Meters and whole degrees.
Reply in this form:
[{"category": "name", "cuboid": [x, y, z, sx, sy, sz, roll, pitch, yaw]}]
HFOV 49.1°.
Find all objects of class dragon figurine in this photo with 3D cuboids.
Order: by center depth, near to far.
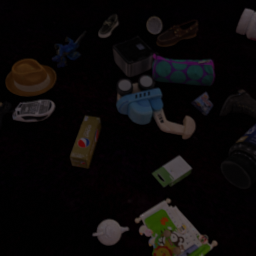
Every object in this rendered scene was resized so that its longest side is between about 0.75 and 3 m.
[{"category": "dragon figurine", "cuboid": [-2.875, -3.929, 14.192, 2.481, 0.730, 1.233, -35, 60, -23]}]

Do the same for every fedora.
[{"category": "fedora", "cuboid": [-4.565, -2.490, 12.973, 2.359, 0.962, 2.359, 0, 53, -1]}]

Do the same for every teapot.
[{"category": "teapot", "cuboid": [-0.567, 3.244, 8.720, 0.821, 0.608, 0.832, 40, 59, -2]}]

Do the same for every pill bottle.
[{"category": "pill bottle", "cuboid": [4.672, 0.880, 10.078, 2.771, 1.550, 1.550, -35, 61, -24]}, {"category": "pill bottle", "cuboid": [7.215, -5.262, 14.713, 2.643, 1.498, 1.498, 25, 57, 18]}]

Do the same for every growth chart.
[{"category": "growth chart", "cuboid": [1.449, 3.407, 9.023, 1.656, 0.203, 2.288, -34, 58, -24]}]

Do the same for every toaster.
[{"category": "toaster", "cuboid": [0.322, -3.446, 13.623, 1.555, 1.020, 1.719, -27, 58, -17]}]

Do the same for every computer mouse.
[{"category": "computer mouse", "cuboid": [-4.343, -0.582, 11.825, 2.628, 0.577, 1.441, -4, 48, 4]}]

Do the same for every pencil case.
[{"category": "pencil case", "cuboid": [2.492, -2.649, 12.828, 2.786, 1.287, 1.185, 5, 47, 8]}]

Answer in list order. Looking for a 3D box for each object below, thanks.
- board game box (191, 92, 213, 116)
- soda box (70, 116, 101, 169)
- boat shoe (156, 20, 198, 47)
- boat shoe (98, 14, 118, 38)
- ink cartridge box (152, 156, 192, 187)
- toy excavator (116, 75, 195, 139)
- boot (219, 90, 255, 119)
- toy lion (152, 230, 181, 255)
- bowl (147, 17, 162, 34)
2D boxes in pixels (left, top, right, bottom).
[{"category": "board game box", "cuboid": [3.296, -1.100, 12.141, 0.857, 0.264, 0.856, 41, 63, -3]}, {"category": "soda box", "cuboid": [-1.617, 0.526, 10.880, 0.645, 0.682, 2.014, 9, 53, 7]}, {"category": "boat shoe", "cuboid": [2.632, -5.134, 15.012, 2.463, 0.866, 0.867, -25, 60, -15]}, {"category": "boat shoe", "cuboid": [-1.128, -5.709, 15.617, 0.640, 0.576, 1.809, 20, 56, 14]}, {"category": "ink cartridge box", "cuboid": [1.580, 1.657, 10.212, 1.331, 0.395, 0.691, -29, 57, -20]}, {"category": "toy excavator", "cuboid": [1.030, -0.652, 11.549, 2.769, 1.422, 2.848, -13, 68, -10]}, {"category": "boot", "cuboid": [5.086, -0.727, 11.801, 2.083, 0.721, 1.813, -35, 60, -26]}, {"category": "toy lion", "cuboid": [1.050, 3.563, 8.180, 0.826, 0.296, 0.862, -30, 60, 0]}, {"category": "bowl", "cuboid": [1.387, -5.653, 15.566, 0.914, 0.914, 0.429, -19, 14, -14]}]
